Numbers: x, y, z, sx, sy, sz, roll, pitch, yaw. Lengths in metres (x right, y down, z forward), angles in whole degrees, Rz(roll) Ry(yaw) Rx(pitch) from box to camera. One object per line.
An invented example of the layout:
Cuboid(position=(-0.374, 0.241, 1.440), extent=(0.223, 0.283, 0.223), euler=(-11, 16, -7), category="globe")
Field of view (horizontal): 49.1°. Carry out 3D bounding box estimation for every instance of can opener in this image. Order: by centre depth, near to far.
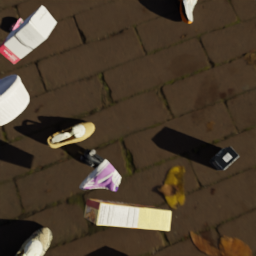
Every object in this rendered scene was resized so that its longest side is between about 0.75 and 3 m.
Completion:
Cuboid(position=(-1.137, 1.393, 11.312), extent=(1.594, 0.626, 0.505), euler=(29, 41, 2), category="can opener")

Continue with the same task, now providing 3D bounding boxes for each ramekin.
Cuboid(position=(-3.613, -0.749, 8.050), extent=(1.618, 1.618, 0.753), euler=(-38, 126, -7), category="ramekin")

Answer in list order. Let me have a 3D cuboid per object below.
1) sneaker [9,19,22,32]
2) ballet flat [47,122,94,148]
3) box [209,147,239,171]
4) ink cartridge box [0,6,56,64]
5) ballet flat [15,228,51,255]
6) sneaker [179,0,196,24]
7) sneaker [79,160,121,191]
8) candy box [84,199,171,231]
Cuboid(position=(-5.047, -4.591, 12.523), extent=(0.376, 0.312, 0.789), euler=(27, 79, 16), category="sneaker")
Cuboid(position=(-2.328, 0.306, 11.376), extent=(2.018, 0.636, 0.693), euler=(-24, 80, -5), category="ballet flat")
Cuboid(position=(3.773, 1.230, 11.089), extent=(0.854, 0.840, 0.530), euler=(-40, 82, -7), category="box")
Cuboid(position=(-3.532, -3.261, 9.862), extent=(1.813, 0.756, 1.317), euler=(-24, 38, 29), category="ink cartridge box")
Cuboid(position=(-3.835, 4.854, 10.329), extent=(0.853, 0.947, 2.516), euler=(45, 82, -2), category="ballet flat")
Cuboid(position=(2.757, -5.588, 12.509), extent=(0.869, 0.715, 1.889), euler=(-7, 80, -6), category="sneaker")
Cuboid(position=(-0.809, 1.653, 8.241), extent=(0.885, 1.553, 0.563), euler=(44, 43, -3), category="sneaker")
Cuboid(position=(-0.031, 2.629, 8.513), extent=(2.309, 1.333, 0.638), euler=(12, 77, -22), category="candy box")
